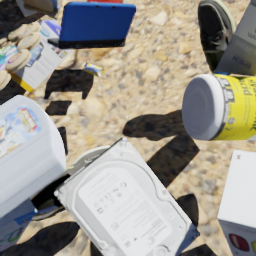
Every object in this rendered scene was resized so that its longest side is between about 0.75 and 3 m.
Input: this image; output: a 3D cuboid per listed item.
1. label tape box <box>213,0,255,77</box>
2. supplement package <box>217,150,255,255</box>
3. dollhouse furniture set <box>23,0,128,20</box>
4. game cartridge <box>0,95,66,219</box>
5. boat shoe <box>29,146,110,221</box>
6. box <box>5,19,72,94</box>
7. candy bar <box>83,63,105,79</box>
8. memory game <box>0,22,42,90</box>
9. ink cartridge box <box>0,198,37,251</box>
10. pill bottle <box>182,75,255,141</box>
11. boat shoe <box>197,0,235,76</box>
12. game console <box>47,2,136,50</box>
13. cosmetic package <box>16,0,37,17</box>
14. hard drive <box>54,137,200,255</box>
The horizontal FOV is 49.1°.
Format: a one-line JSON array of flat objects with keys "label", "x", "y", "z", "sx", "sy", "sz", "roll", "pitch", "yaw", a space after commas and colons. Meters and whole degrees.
[{"label": "label tape box", "x": 2.930, "y": -1.990, "z": 5.864, "sx": 0.913, "sy": 2.763, "sz": 1.980, "roll": 37, "pitch": 49, "yaw": 21}, {"label": "supplement package", "x": 2.558, "y": 1.633, "z": 5.016, "sx": 1.354, "sy": 2.381, "sz": 1.304, "roll": 5, "pitch": 56, "yaw": 33}, {"label": "dollhouse furniture set", "x": -1.229, "y": -3.841, "z": 7.219, "sx": 2.720, "sy": 1.917, "sz": 1.906, "roll": 16, "pitch": 92, "yaw": -11}, {"label": "game cartridge", "x": -2.007, "y": 0.300, "z": 4.625, "sx": 1.662, "sy": 0.518, "sz": 2.496, "roll": -40, "pitch": 40, "yaw": -10}, {"label": "boat shoe", "x": -1.078, "y": 1.170, "z": 5.812, "sx": 2.409, "sy": 0.725, "sz": 0.859, "roll": -28, "pitch": 105, "yaw": -7}, {"label": "box", "x": -2.265, "y": -1.852, "z": 7.040, "sx": 1.759, "sy": 1.047, "sz": 0.365, "roll": -46, "pitch": 31, "yaw": -1}, {"label": "candy bar", "x": -0.730, "y": -1.230, "z": 5.979, "sx": 0.928, "sy": 0.103, "sz": 0.231, "roll": 33, "pitch": 101, "yaw": 52}, {"label": "memory game", "x": -3.091, "y": -1.341, "z": 6.143, "sx": 2.924, "sy": 0.186, "sz": 2.924, "roll": -19, "pitch": 44, "yaw": 20}, {"label": "ink cartridge box", "x": -2.369, "y": 1.621, "z": 4.981, "sx": 0.838, "sy": 1.147, "sz": 0.842, "roll": 49, "pitch": 33, "yaw": 20}, {"label": "pill bottle", "x": 2.329, "y": -0.379, "z": 5.542, "sx": 2.255, "sy": 1.255, "sz": 1.255, "roll": -1, "pitch": 65, "yaw": -17}, {"label": "boat shoe", "x": 2.270, "y": -2.160, "z": 7.161, "sx": 0.809, "sy": 2.264, "sz": 0.744, "roll": 12, "pitch": 57, "yaw": 43}, {"label": "game console", "x": -0.843, "y": -2.248, "z": 6.140, "sx": 1.617, "sy": 0.957, "sz": 1.380, "roll": -12, "pitch": 28, "yaw": -31}, {"label": "cosmetic package", "x": -3.532, "y": -5.321, "z": 9.946, "sx": 1.470, "sy": 1.783, "sz": 1.471, "roll": -26, "pitch": 68, "yaw": -11}, {"label": "hard drive", "x": 0.007, "y": 1.493, "z": 4.954, "sx": 1.568, "sy": 0.425, "sz": 2.244, "roll": -37, "pitch": 95, "yaw": -7}]
